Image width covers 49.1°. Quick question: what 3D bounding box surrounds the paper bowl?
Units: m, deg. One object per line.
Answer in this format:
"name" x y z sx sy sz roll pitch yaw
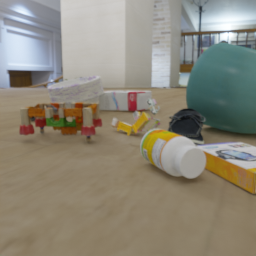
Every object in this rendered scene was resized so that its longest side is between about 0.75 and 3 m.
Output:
"paper bowl" -2.502 -1.638 13.775 2.622 1.364 2.622 -11 18 4

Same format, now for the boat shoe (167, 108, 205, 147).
"boat shoe" 1.504 -0.025 7.400 1.000 0.835 2.682 5 13 14

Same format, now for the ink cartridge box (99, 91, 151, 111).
"ink cartridge box" -0.150 -1.424 14.513 2.312 0.990 1.706 6 12 28

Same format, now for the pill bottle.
"pill bottle" 0.795 0.461 5.072 0.702 0.702 1.265 -5 12 -24

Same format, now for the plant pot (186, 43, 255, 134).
"plant pot" 3.521 -1.080 8.467 2.744 2.744 2.202 -8 22 -35

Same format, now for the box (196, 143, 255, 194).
"box" 2.078 0.627 5.112 1.140 0.397 1.915 -3 8 -17

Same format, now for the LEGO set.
"LEGO set" 0.301 -0.126 8.497 0.682 0.843 1.834 12 -29 -42

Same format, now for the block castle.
"block castle" -1.828 -0.160 7.837 2.052 0.963 1.371 0 13 6

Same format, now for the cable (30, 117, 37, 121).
"cable" -3.769 -0.323 11.006 1.109 0.279 0.539 -8 22 29
